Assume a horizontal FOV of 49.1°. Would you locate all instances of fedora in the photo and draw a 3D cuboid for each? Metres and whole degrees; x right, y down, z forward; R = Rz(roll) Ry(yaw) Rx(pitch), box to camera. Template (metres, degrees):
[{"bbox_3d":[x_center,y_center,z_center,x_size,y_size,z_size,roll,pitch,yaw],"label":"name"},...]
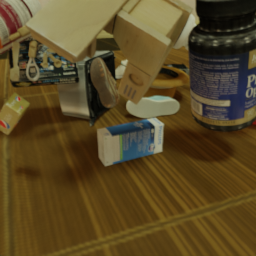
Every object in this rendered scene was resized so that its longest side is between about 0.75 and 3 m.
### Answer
[{"bbox_3d":[1.167,-1.828,11.663,2.706,1.104,2.706,2,28,-1],"label":"fedora"}]

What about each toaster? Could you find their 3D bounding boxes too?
[{"bbox_3d":[2.288,-2.720,13.863,1.185,0.778,1.311,-1,26,-2],"label":"toaster"},{"bbox_3d":[-1.403,-1.509,9.960,1.373,2.092,2.314,7,26,22],"label":"toaster"}]

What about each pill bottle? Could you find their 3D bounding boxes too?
[{"bbox_3d":[1.500,-3.499,9.638,2.222,1.234,1.234,25,26,-5],"label":"pill bottle"},{"bbox_3d":[2.164,-1.474,6.248,1.605,2.870,1.605,-8,35,6],"label":"pill bottle"},{"bbox_3d":[-3.148,-2.628,6.949,1.258,1.258,2.203,8,38,16],"label":"pill bottle"}]

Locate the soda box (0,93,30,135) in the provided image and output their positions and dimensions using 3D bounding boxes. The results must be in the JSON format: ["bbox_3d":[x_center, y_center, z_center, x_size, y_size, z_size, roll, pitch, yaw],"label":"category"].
[{"bbox_3d":[-2.256,-0.244,5.399,0.343,1.013,0.324,37,51,-16],"label":"soda box"}]

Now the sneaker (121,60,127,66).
[{"bbox_3d":[0.255,-4.022,16.776,1.415,0.572,0.541,-9,29,-16],"label":"sneaker"}]

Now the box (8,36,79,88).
[{"bbox_3d":[-2.523,-2.065,8.388,1.960,1.558,0.451,-7,-14,-10],"label":"box"}]

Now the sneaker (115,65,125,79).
[{"bbox_3d":[-0.398,-2.947,14.538,1.664,0.589,0.608,-20,32,-35],"label":"sneaker"}]

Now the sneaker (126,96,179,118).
[{"bbox_3d":[0.805,-0.795,10.113,1.966,0.727,0.805,1,18,-19],"label":"sneaker"}]

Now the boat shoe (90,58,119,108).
[{"bbox_3d":[-0.557,-1.106,6.915,0.477,1.259,0.452,-15,2,34],"label":"boat shoe"}]

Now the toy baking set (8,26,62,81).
[{"bbox_3d":[-2.159,-1.806,6.598,1.652,1.268,0.192,-34,42,-20],"label":"toy baking set"}]

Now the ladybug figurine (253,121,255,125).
[{"bbox_3d":[4.556,-0.696,8.862,2.593,1.760,0.933,-7,61,38],"label":"ladybug figurine"}]

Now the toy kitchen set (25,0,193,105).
[{"bbox_3d":[-0.617,-1.471,5.072,2.391,2.157,1.951,33,67,3],"label":"toy kitchen set"}]

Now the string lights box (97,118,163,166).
[{"bbox_3d":[0.080,0.352,7.439,1.708,0.877,0.503,-12,28,-22],"label":"string lights box"}]
